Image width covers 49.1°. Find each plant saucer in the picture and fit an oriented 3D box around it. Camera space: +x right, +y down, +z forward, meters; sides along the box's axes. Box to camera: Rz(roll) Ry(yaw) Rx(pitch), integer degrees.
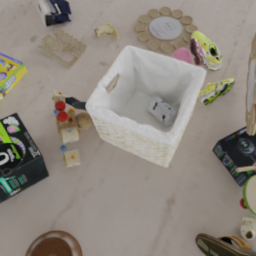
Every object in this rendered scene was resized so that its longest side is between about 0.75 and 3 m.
[{"bbox_3d":[-1.979,3.468,7.284,1.567,0.287,1.567,0,61,1],"label":"plant saucer"}]

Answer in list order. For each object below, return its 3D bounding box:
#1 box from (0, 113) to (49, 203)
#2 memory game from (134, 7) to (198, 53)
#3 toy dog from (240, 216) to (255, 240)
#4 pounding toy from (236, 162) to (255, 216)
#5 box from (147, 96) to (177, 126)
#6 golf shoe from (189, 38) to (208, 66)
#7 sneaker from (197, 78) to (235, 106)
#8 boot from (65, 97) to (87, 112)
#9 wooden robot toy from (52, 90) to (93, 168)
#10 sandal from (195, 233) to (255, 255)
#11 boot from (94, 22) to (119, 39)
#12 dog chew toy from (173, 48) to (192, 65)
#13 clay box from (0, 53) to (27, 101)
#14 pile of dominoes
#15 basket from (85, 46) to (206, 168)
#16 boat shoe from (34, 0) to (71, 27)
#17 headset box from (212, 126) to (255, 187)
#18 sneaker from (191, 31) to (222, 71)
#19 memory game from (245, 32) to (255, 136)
[{"bbox_3d":[-3.738,1.020,7.854,2.342,1.456,1.739,-28,64,-22],"label":"box"},{"bbox_3d":[1.567,-4.076,11.588,2.639,0.168,2.639,0,61,0],"label":"memory game"},{"bbox_3d":[3.405,2.731,7.618,0.782,0.545,0.758,-24,83,-11],"label":"toy dog"},{"bbox_3d":[3.386,1.719,7.647,1.103,0.663,1.429,-10,77,-23],"label":"pounding toy"},{"bbox_3d":[1.074,-0.560,9.002,0.280,0.543,0.931,-18,49,-41],"label":"box"},{"bbox_3d":[2.426,-2.606,9.612,0.465,0.367,1.010,-12,81,-21],"label":"golf shoe"},{"bbox_3d":[3.107,-1.415,9.854,1.588,0.599,0.607,-28,60,-19],"label":"sneaker"},{"bbox_3d":[-1.493,-0.738,8.730,0.773,0.938,0.308,12,95,-31],"label":"boot"},{"bbox_3d":[-1.646,-0.161,8.911,1.234,1.198,2.720,-9,61,-17],"label":"wooden robot toy"},{"bbox_3d":[2.828,3.130,7.160,2.261,0.924,0.617,14,45,9],"label":"sandal"},{"bbox_3d":[-0.874,-3.828,11.334,0.773,0.362,0.994,-27,63,-15],"label":"boot"},{"bbox_3d":[1.830,-2.070,9.848,0.973,0.973,1.563,7,78,4],"label":"dog chew toy"},{"bbox_3d":[-4.919,-1.615,9.972,1.346,0.558,2.344,24,63,14],"label":"clay box"},{"bbox_3d":[-2.577,-3.134,11.103,1.739,0.277,1.356,34,65,8],"label":"pile of dominoes"},{"bbox_3d":[0.551,-0.616,8.462,2.649,2.130,2.625,23,63,14],"label":"basket"},{"bbox_3d":[-3.269,-5.339,11.971,1.208,0.972,2.604,-15,64,-22],"label":"boat shoe"},{"bbox_3d":[3.606,0.863,8.499,1.327,0.707,1.524,-25,64,-13],"label":"headset box"},{"bbox_3d":[3.051,-3.082,10.678,0.695,0.704,1.843,-22,67,-13],"label":"sneaker"},{"bbox_3d":[3.559,-1.208,7.941,0.185,2.908,2.908,4,60,18],"label":"memory game"}]
